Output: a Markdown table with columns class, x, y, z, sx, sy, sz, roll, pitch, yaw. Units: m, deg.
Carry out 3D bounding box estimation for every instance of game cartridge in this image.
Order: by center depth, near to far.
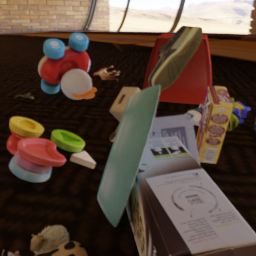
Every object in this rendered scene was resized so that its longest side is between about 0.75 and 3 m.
| class | x | y | z | sx | sy | sz | roll | pitch | yaw |
| --- | --- | --- | --- | --- | --- | --- | --- | --- | --- |
| game cartridge | 0.934 | 0.572 | 5.976 | 1.098 | 1.650 | 0.337 | -6 | -8 | -15 |

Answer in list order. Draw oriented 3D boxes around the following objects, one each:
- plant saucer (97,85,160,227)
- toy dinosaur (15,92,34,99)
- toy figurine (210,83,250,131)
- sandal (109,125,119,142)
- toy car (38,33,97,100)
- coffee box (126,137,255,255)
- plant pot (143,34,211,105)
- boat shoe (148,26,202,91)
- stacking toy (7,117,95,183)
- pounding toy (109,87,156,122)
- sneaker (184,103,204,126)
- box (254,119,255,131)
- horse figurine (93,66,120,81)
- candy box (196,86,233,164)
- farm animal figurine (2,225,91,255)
| class | x | y | z | sx | sy | sz | roll | pitch | yaw |
| --- | --- | --- | --- | --- | --- | --- | --- | --- | --- |
| plant saucer | -0.053 | 0.404 | 4.992 | 0.462 | 2.572 | 2.572 | 17 | 24 | -1 |
| toy dinosaur | -4.483 | -1.396 | 12.200 | 0.911 | 0.216 | 0.401 | 3 | 30 | 14 |
| toy figurine | 3.658 | -0.727 | 9.570 | 1.319 | 1.161 | 2.202 | 2 | 24 | -8 |
| sandal | -0.170 | 0.090 | 8.241 | 0.296 | 0.900 | 0.330 | 34 | 12 | -38 |
| toy car | -2.144 | -2.092 | 11.666 | 2.303 | 2.400 | 2.604 | -30 | 68 | -37 |
| coffee box | 0.659 | 1.355 | 4.186 | 1.044 | 1.478 | 2.615 | -5 | 23 | -10 |
| plant pot | 2.313 | -2.757 | 12.366 | 2.907 | 2.564 | 2.910 | 6 | 24 | 14 |
| boat shoe | 1.540 | -2.532 | 9.936 | 0.974 | 1.059 | 2.964 | 28 | 71 | 32 |
| stacking toy | -2.052 | 0.707 | 7.079 | 1.987 | 0.927 | 2.195 | 17 | 16 | -32 |
| pounding toy | 0.311 | -0.613 | 9.065 | 0.714 | 1.560 | 1.370 | 9 | 62 | 41 |
| sneaker | 2.400 | -0.532 | 9.662 | 1.088 | 0.598 | 1.486 | 3 | 28 | -3 |
| box | 5.294 | 0.231 | 8.013 | 2.713 | 0.511 | 1.853 | 3 | 23 | 6 |
| horse figurine | -1.168 | -2.947 | 15.389 | 1.209 | 0.455 | 1.824 | -19 | 33 | -13 |
| candy box | 2.112 | -0.065 | 7.012 | 0.480 | 1.699 | 0.991 | 5 | 34 | 5 |
| farm animal figurine | -1.170 | 1.965 | 3.529 | 1.664 | 0.877 | 1.682 | -21 | 31 | -39 |
